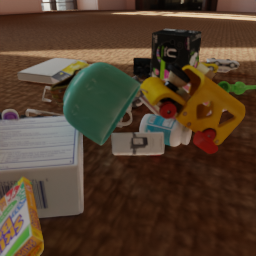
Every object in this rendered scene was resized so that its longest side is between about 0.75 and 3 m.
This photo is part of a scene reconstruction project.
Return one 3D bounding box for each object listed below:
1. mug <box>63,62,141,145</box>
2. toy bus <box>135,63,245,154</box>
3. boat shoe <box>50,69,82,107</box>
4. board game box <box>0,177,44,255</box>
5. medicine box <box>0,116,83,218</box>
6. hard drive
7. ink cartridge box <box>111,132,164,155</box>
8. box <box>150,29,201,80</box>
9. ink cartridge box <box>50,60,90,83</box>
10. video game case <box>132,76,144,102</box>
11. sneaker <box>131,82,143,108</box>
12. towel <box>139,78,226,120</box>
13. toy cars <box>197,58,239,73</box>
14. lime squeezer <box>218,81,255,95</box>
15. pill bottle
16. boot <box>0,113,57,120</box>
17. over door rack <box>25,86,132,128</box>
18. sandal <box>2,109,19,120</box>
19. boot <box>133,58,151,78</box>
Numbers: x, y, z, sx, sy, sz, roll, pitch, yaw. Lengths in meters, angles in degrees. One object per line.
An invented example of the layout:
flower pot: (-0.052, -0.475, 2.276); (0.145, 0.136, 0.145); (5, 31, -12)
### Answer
mug: (-0.607, -0.434, 5.317); (1.028, 1.663, 1.366); (33, 47, 1)
toy bus: (1.469, -0.787, 6.586); (2.540, 1.391, 2.692); (42, 17, 14)
boat shoe: (-1.342, -1.407, 8.403); (2.040, 0.693, 0.734); (-36, 43, -14)
board game box: (-1.422, 1.234, 3.438); (0.716, 0.225, 1.500); (-48, 32, -3)
medicine box: (-1.807, 0.645, 5.336); (1.852, 1.047, 2.034); (-4, 27, -7)
hard drive: (-3.232, -2.563, 12.318); (1.771, 0.353, 2.686); (10, 28, 18)
ink cartridge box: (0.200, 0.366, 6.175); (1.093, 0.456, 0.794); (-1, -8, 1)
box: (1.752, -2.543, 10.457); (1.490, 2.006, 1.247); (15, 31, 27)
ink cartridge box: (-2.040, -1.996, 10.493); (1.332, 0.317, 1.347); (-39, 41, -24)
video game case: (-0.232, -0.851, 7.853); (1.399, 0.999, 0.133); (-28, 66, 8)
sneaker: (0.333, -1.164, 9.245); (0.491, 0.668, 1.477); (10, 29, 26)
towel: (1.689, -0.878, 8.704); (2.675, 0.400, 1.957); (-18, 47, -29)
toy cars: (3.584, -2.550, 12.062); (2.821, 0.625, 1.265); (-16, 34, -35)
lime squeezer: (3.654, -1.514, 10.187); (2.503, 0.472, 0.884); (0, 27, 1)
pill bottle: (0.926, 0.074, 6.883); (1.179, 0.653, 0.653); (15, 31, 24)
boot: (-2.352, 0.181, 6.728); (2.209, 0.725, 1.821); (6, 29, 1)
over door rack: (-1.377, -0.868, 8.365); (2.976, 0.991, 2.199); (0, 26, 0)
sandal: (-2.555, 0.078, 6.260); (0.451, 1.109, 0.273); (-17, 44, -12)
boot: (1.139, -2.876, 12.471); (1.804, 0.815, 2.202); (1, 31, 3)
